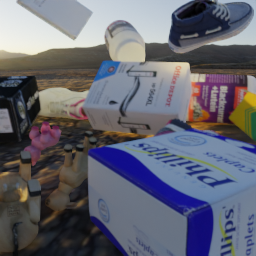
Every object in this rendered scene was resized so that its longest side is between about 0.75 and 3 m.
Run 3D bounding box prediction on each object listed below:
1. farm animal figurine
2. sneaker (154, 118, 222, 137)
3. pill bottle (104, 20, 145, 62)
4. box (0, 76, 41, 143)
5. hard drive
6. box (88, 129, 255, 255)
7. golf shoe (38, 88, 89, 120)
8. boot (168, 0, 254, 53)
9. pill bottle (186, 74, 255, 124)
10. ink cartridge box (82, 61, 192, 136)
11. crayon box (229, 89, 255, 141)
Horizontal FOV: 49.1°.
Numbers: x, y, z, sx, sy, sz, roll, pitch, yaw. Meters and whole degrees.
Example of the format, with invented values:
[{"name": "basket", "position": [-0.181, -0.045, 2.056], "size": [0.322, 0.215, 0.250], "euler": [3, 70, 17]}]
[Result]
[{"name": "farm animal figurine", "position": [-1.475, 0.831, 3.916], "size": [2.174, 1.134, 2.150], "euler": [4, 26, -11]}, {"name": "sneaker", "position": [1.341, 0.502, 5.768], "size": [0.795, 0.859, 2.130], "euler": [-38, 30, -18]}, {"name": "pill bottle", "position": [-0.129, -3.563, 12.067], "size": [1.535, 1.535, 2.773], "euler": [-3, 34, -11]}, {"name": "box", "position": [-4.123, -0.553, 7.771], "size": [2.773, 1.194, 2.271], "euler": [-3, 24, -1]}, {"name": "hard drive", "position": [-2.434, -4.094, 9.537], "size": [2.145, 1.415, 0.286], "euler": [31, -29, -14]}, {"name": "box", "position": [0.816, 0.840, 3.603], "size": [2.082, 1.092, 1.915], "euler": [-10, 17, -32]}, {"name": "golf shoe", "position": [-2.159, -0.835, 10.088], "size": [2.938, 1.106, 1.344], "euler": [-3, 18, -6]}, {"name": "boot", "position": [2.234, -2.848, 7.183], "size": [2.526, 0.919, 1.141], "euler": [-27, -21, -6]}, {"name": "pill bottle", "position": [3.327, -0.936, 9.286], "size": [2.904, 1.618, 1.618], "euler": [4, 15, 17]}, {"name": "ink cartridge box", "position": [0.357, -0.925, 8.363], "size": [2.772, 1.169, 2.024], "euler": [5, 55, 20]}, {"name": "crayon box", "position": [2.996, 0.237, 5.018], "size": [1.817, 0.746, 2.891], "euler": [32, 16, -4]}]
